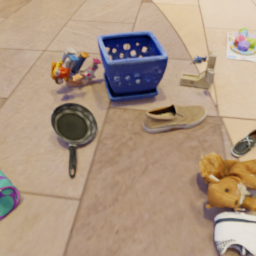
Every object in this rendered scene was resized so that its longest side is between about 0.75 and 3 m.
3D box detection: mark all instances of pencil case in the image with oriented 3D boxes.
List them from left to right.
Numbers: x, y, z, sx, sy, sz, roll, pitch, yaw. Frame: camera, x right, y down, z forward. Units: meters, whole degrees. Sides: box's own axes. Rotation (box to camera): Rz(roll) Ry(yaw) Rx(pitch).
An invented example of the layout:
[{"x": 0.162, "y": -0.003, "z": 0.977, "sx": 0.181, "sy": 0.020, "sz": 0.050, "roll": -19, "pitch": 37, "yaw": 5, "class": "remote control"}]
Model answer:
[{"x": -4.295, "y": 1.529, "z": 8.111, "sx": 2.477, "sy": 1.054, "sz": 1.145, "roll": 30, "pitch": 37, "yaw": 29, "class": "pencil case"}]

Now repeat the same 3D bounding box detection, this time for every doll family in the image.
[{"x": -2.384, "y": -2.518, "z": 11.795, "sx": 1.132, "sy": 1.559, "sz": 2.512, "roll": 49, "pitch": 27, "yaw": 16, "class": "doll family"}]

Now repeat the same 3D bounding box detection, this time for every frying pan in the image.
[{"x": -1.720, "y": 0.341, "z": 9.801, "sx": 1.703, "sy": 0.458, "sz": 2.815, "roll": -10, "pitch": 67, "yaw": -34, "class": "frying pan"}]

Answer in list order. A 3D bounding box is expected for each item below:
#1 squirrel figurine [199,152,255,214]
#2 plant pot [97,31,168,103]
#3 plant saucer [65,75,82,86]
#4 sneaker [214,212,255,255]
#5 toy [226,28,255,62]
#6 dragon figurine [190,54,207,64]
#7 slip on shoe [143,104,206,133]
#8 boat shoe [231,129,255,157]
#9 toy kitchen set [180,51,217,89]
[{"x": 2.799, "y": 1.565, "z": 7.776, "sx": 1.927, "sy": 1.461, "sz": 2.064, "roll": -12, "pitch": 25, "yaw": -26, "class": "squirrel figurine"}, {"x": 0.095, "y": -2.448, "z": 11.569, "sx": 2.398, "sy": 2.156, "sz": 2.398, "roll": -8, "pitch": 44, "yaw": -10, "class": "plant pot"}, {"x": -2.447, "y": -2.193, "z": 12.779, "sx": 0.843, "sy": 0.136, "sz": 0.843, "roll": 1, "pitch": 44, "yaw": -1, "class": "plant saucer"}, {"x": 3.409, "y": 2.787, "z": 7.006, "sx": 2.429, "sy": 0.928, "sz": 0.978, "roll": 1, "pitch": 51, "yaw": 10, "class": "sneaker"}, {"x": 6.214, "y": -4.606, "z": 14.993, "sx": 1.692, "sy": 0.694, "sz": 2.938, "roll": 10, "pitch": 44, "yaw": 11, "class": "toy"}, {"x": 3.526, "y": -3.378, "z": 13.953, "sx": 0.504, "sy": 0.298, "sz": 1.013, "roll": 33, "pitch": 51, "yaw": 31, "class": "dragon figurine"}, {"x": 1.786, "y": -0.514, "z": 10.485, "sx": 2.588, "sy": 0.784, "sz": 0.984, "roll": -11, "pitch": 42, "yaw": -11, "class": "slip on shoe"}, {"x": 4.109, "y": 0.483, "z": 9.661, "sx": 1.479, "sy": 0.500, "sz": 0.531, "roll": -28, "pitch": 51, "yaw": -25, "class": "boat shoe"}, {"x": 2.983, "y": -2.391, "z": 11.929, "sx": 1.359, "sy": 1.506, "sz": 1.229, "roll": 11, "pitch": 39, "yaw": 10, "class": "toy kitchen set"}]
